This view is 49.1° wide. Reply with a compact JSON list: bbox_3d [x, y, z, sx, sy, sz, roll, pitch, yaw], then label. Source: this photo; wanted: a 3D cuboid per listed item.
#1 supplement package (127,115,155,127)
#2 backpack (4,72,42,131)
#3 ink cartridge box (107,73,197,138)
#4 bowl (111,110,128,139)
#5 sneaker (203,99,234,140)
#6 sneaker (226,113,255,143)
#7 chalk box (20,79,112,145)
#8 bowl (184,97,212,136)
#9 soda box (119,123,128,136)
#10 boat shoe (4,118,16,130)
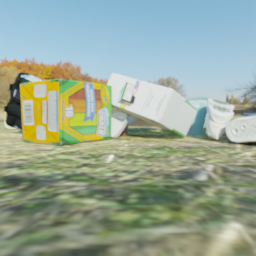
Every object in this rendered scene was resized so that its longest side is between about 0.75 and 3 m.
[{"bbox_3d":[0.769,-0.673,12.373,1.754,1.029,1.025,1,-19,-35],"label":"supplement package"},{"bbox_3d":[-3.221,-0.746,10.406,2.161,2.293,2.811,14,1,-34],"label":"backpack"},{"bbox_3d":[0.649,-0.762,9.253,2.563,1.076,1.856,24,-1,40],"label":"ink cartridge box"},{"bbox_3d":[-0.512,-0.087,9.469,1.010,1.009,0.377,16,-26,37],"label":"bowl"},{"bbox_3d":[2.809,-0.258,9.055,0.898,1.145,2.304,20,20,17],"label":"sneaker"},{"bbox_3d":[3.935,-0.021,7.284,1.684,0.926,2.299,-7,2,-34],"label":"sneaker"},{"bbox_3d":[-1.616,-0.488,8.694,1.737,1.749,2.803,2,5,35],"label":"chalk box"},{"bbox_3d":[2.685,-0.544,11.051,2.261,1.183,2.261,-4,15,1],"label":"bowl"},{"bbox_3d":[-1.039,-0.077,10.841,2.154,0.683,0.754,2,4,40],"label":"soda box"},{"bbox_3d":[-5.379,-0.266,14.553,1.957,0.636,0.706,-2,4,-28],"label":"boat shoe"}]
